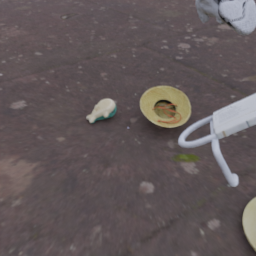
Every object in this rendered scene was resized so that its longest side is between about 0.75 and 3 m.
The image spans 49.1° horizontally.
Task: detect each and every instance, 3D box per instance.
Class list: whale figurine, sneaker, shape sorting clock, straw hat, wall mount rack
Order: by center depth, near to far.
[{"bbox_3d":[2.296,-0.131,4.742,2.733,1.019,2.375,-26,14,24],"label":"wall mount rack"},{"bbox_3d":[3.536,2.163,5.812,2.182,0.428,2.182,-1,34,1],"label":"shape sorting clock"},{"bbox_3d":[1.170,-0.495,9.078,1.709,0.723,1.709,0,54,0],"label":"straw hat"},{"bbox_3d":[3.127,-3.908,9.214,1.024,1.567,2.726,-31,74,2],"label":"sneaker"},{"bbox_3d":[-0.863,-0.485,9.344,1.058,0.549,0.842,-40,42,-10],"label":"whale figurine"}]
